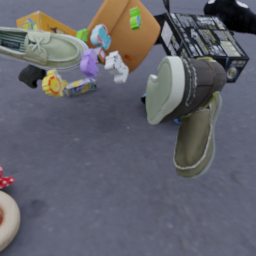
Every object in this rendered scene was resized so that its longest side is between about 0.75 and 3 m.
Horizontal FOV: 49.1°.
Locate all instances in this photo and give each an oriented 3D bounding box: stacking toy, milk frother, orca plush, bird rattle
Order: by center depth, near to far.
[{"bbox_3d":[-3.665,2.106,6.590,2.341,1.617,2.871,27,28,16],"label":"bird rattle"},{"bbox_3d":[-0.795,-1.883,6.671,1.925,0.600,2.554,-7,50,28],"label":"stacking toy"},{"bbox_3d":[3.515,-3.575,9.710,1.050,1.554,2.953,-28,66,-17],"label":"orca plush"},{"bbox_3d":[0.746,-4.468,11.456,2.076,2.207,1.991,-16,7,-16],"label":"milk frother"}]

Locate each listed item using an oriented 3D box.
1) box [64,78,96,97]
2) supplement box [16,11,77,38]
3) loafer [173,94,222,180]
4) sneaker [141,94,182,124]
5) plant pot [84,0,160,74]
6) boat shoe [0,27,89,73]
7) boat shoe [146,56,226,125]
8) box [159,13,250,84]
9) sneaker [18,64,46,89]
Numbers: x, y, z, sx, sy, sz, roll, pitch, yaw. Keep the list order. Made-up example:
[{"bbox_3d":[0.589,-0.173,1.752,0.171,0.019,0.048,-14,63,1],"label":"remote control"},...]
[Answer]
[{"bbox_3d":[-2.157,-1.835,12.621,1.393,0.448,0.488,-21,40,-28],"label":"box"},{"bbox_3d":[-2.582,-3.100,9.997,1.006,0.973,2.924,-9,-1,18],"label":"supplement box"},{"bbox_3d":[1.359,-0.026,5.839,0.847,0.785,2.253,-6,53,37],"label":"loafer"},{"bbox_3d":[1.301,-0.757,10.889,1.121,0.976,2.491,-27,35,-10],"label":"sneaker"},{"bbox_3d":[-0.282,-3.205,9.541,2.005,2.864,2.864,30,30,-18],"label":"plant pot"},{"bbox_3d":[-2.274,-1.930,6.869,2.614,0.941,0.811,7,2,6],"label":"boat shoe"},{"bbox_3d":[0.887,-0.613,5.302,0.868,1.027,2.882,-3,-1,-5],"label":"boat shoe"},{"bbox_3d":[1.988,-2.204,7.704,1.671,0.879,2.041,-4,52,-16],"label":"box"},{"bbox_3d":[-2.711,-1.833,8.515,0.677,1.492,0.567,42,28,2],"label":"sneaker"}]
